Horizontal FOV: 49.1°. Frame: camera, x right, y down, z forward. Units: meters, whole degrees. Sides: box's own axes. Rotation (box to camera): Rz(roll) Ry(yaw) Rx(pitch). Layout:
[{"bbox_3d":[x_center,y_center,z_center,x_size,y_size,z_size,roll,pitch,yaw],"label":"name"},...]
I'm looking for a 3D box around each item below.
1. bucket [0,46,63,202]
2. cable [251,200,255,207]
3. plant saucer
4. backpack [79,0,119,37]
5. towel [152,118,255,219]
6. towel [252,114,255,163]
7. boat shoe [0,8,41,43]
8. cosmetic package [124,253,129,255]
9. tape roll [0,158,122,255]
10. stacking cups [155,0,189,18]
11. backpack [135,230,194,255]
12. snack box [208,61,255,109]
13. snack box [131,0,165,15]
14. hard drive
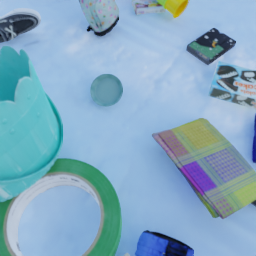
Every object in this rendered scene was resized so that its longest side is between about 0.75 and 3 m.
[{"bbox_3d":[-2.947,-0.051,5.820,3.082,2.005,3.082,-10,44,10],"label":"bucket"},{"bbox_3d":[2.956,1.419,6.338,0.743,0.231,0.911,23,49,26],"label":"cable"},{"bbox_3d":[-0.578,-1.021,7.670,0.903,0.162,0.903,0,88,9],"label":"plant saucer"},{"bbox_3d":[-0.878,-3.775,8.844,0.924,1.460,1.218,26,75,28],"label":"backpack"},{"bbox_3d":[1.848,0.757,6.423,1.766,0.280,2.459,-16,53,-29],"label":"towel"},{"bbox_3d":[3.634,0.300,6.906,1.023,0.343,1.386,7,62,20],"label":"towel"},{"bbox_3d":[-3.926,-3.159,9.002,2.294,0.823,0.777,-15,57,-7],"label":"boat shoe"},{"bbox_3d":[-0.354,3.036,5.092,1.376,0.503,0.712,-30,62,-19],"label":"cosmetic package"},{"bbox_3d":[-1.446,1.921,5.748,2.633,0.633,2.633,0,56,1],"label":"tape roll"},{"bbox_3d":[0.961,-4.900,9.709,0.747,0.747,2.470,-41,80,-23],"label":"stacking cups"},{"bbox_3d":[0.621,2.446,5.291,1.016,0.825,0.852,21,61,12],"label":"backpack"},{"bbox_3d":[3.417,-1.123,7.843,2.084,0.387,1.211,18,54,11],"label":"snack box"},{"bbox_3d":[0.737,-4.481,10.159,1.085,0.287,0.772,-9,55,-9],"label":"snack box"},{"bbox_3d":[2.659,-2.629,8.977,1.344,0.254,0.939,-37,64,-22],"label":"hard drive"}]
